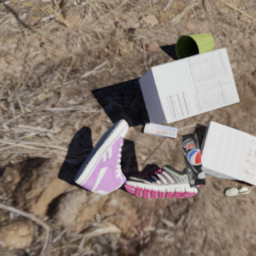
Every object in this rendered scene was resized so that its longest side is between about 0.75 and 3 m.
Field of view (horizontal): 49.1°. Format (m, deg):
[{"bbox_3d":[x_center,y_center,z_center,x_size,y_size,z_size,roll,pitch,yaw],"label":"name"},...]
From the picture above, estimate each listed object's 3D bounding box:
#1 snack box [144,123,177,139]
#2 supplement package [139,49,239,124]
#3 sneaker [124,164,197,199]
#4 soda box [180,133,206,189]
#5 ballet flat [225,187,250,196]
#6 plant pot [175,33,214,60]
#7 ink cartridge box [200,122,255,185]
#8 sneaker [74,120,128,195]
[{"bbox_3d":[1.358,0.129,11.726,1.329,0.162,0.478,11,53,5],"label":"snack box"},{"bbox_3d":[2.139,-1.470,10.722,2.725,2.606,2.004,-17,93,-8],"label":"supplement package"},{"bbox_3d":[1.177,1.928,10.394,2.636,0.972,1.153,1,57,0],"label":"sneaker"},{"bbox_3d":[1.952,0.981,8.430,0.497,0.556,1.571,-11,66,11],"label":"soda box"},{"bbox_3d":[4.122,2.347,10.516,0.941,0.293,0.317,-8,63,-4],"label":"ballet flat"},{"bbox_3d":[3.265,-3.840,13.263,1.416,1.491,1.491,-28,65,-28],"label":"plant pot"},{"bbox_3d":[4.164,1.096,11.069,2.544,0.601,2.036,20,64,5],"label":"ink cartridge box"},{"bbox_3d":[-0.513,1.120,9.903,1.556,0.989,2.730,33,98,-14],"label":"sneaker"}]
